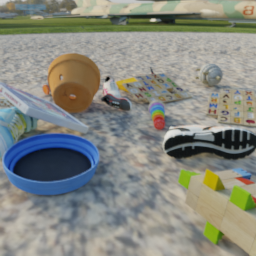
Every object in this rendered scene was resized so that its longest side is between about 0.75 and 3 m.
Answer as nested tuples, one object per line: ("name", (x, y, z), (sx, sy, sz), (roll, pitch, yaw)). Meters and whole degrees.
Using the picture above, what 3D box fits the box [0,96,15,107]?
("box", (-5.011, -1.157, 12.676), (1.887, 0.365, 0.391), (6, 26, 13))

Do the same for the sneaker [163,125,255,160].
("sneaker", (2.553, 0.294, 8.834), (2.913, 1.074, 1.165), (2, 24, 4))

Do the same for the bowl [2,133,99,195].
("bowl", (-2.106, 0.946, 7.879), (2.573, 0.505, 2.573), (4, 26, -2))

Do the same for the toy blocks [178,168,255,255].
("toy blocks", (2.637, 1.682, 5.904), (1.872, 1.369, 2.739), (-2, 20, -32))

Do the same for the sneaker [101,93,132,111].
("sneaker", (-0.537, -1.019, 12.063), (1.493, 0.575, 0.611), (22, 36, 28))

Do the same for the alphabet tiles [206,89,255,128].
("alphabet tiles", (4.670, -0.941, 11.959), (2.446, 0.093, 2.940), (8, 37, 17))

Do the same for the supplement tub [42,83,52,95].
("supplement tub", (-3.748, -2.045, 14.223), (0.657, 0.657, 1.073), (22, 34, 38))

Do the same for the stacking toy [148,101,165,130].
("stacking toy", (1.180, -0.437, 10.989), (0.681, 0.681, 1.594), (0, 32, 0))

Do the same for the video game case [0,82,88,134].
("video game case", (-3.017, -0.707, 9.795), (2.457, 0.310, 2.696), (31, 5, 35))

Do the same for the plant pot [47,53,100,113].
("plant pot", (-2.341, -1.756, 12.047), (2.346, 2.346, 1.642), (-2, 44, -5))

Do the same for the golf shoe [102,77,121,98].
("golf shoe", (-0.854, -1.864, 13.567), (0.713, 0.905, 1.965), (-8, 28, -18))

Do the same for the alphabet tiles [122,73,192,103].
("alphabet tiles", (1.296, -1.970, 13.825), (2.932, 0.111, 2.451), (-12, 44, -29))

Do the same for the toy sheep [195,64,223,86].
("toy sheep", (4.493, -2.894, 15.347), (1.339, 1.339, 1.942), (-5, 29, -11))

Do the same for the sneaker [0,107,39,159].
("sneaker", (-3.793, -0.086, 9.491), (1.948, 1.187, 2.983), (-16, 31, -28))

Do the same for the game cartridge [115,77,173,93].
("game cartridge", (0.812, -2.261, 14.954), (2.153, 0.396, 2.443), (-22, 36, -38))

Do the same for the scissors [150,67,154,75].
("scissors", (1.444, -2.899, 15.459), (0.869, 0.165, 2.375), (9, 31, 7))
